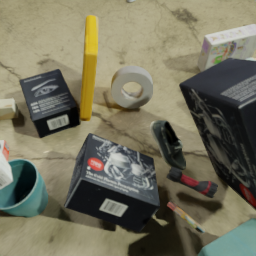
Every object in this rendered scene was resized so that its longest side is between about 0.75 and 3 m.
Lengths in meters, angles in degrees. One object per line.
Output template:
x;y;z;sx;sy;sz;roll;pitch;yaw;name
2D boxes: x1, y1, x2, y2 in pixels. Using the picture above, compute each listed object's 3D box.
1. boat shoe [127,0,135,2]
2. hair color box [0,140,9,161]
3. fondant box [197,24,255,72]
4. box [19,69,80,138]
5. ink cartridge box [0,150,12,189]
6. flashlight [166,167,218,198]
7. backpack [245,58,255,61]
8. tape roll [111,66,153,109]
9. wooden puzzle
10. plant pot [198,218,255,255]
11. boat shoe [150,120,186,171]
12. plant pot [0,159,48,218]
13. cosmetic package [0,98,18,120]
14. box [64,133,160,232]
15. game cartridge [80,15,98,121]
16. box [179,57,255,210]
0.258;-5.834;12.183;0.336;0.387;0.908;30;59;20;boat shoe
-3.530;1.000;7.202;0.683;0.412;1.346;-7;54;-4;hair color box
3.292;-2.570;9.205;1.781;1.285;0.519;-16;59;-9;fondant box
-2.279;-0.750;8.177;1.252;0.883;1.692;-19;56;-14;box
-3.302;1.056;6.030;1.459;0.431;1.822;-35;27;-12;ink cartridge box
1.500;1.252;6.573;1.130;0.384;0.382;25;84;5;flashlight
3.449;-1.012;7.877;1.429;1.639;1.864;-20;52;-25;backpack
0.112;-1.184;8.243;1.237;1.237;0.409;-1;39;-1;tape roll
1.161;1.780;5.553;0.814;1.373;0.096;38;85;23;wooden puzzle
2.478;3.173;4.747;1.954;1.953;2.765;-22;54;-15;plant pot
1.083;0.449;6.920;0.538;0.457;1.478;-41;105;-41;boat shoe
-2.397;1.476;6.386;1.168;1.098;1.168;-5;54;7;plant pot
-3.826;-0.517;8.237;1.026;0.540;0.365;-8;56;-4;cosmetic package
-0.320;1.139;6.122;1.717;0.894;1.563;23;28;-15;box
-1.115;-1.667;7.821;0.390;2.117;2.401;5;40;-9;game cartridge
2.539;0.153;5.689;1.417;2.721;2.478;-28;20;-1;box
